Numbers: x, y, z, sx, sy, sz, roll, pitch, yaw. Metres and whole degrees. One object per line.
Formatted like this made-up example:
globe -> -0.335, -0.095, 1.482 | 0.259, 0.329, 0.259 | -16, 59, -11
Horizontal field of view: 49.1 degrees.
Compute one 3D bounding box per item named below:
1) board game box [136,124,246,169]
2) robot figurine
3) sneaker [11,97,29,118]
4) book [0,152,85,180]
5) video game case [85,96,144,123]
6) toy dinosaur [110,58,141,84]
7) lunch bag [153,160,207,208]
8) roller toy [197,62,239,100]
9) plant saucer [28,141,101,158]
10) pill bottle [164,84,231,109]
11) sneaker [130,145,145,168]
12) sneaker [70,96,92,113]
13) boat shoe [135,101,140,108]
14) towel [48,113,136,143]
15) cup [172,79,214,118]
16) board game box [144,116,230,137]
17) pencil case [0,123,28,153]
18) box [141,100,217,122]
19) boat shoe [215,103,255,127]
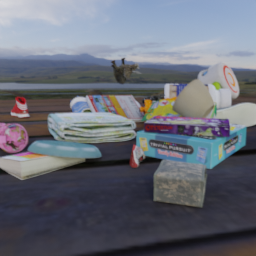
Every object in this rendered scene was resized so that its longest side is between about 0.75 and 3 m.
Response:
board game box -> 1.799, 0.300, 7.609 | 2.002, 0.622, 2.653 | 8, 13, 36
robot figurine -> 1.675, -0.694, 11.827 | 2.430, 0.707, 1.761 | 0, 43, 2
sneaker -> -5.424, -1.070, 14.051 | 0.679, 1.002, 1.734 | -9, 14, -42
book -> -1.912, 0.686, 6.302 | 1.053, 0.379, 1.576 | 6, 11, 42
video game case -> -0.527, -0.835, 12.296 | 2.320, 0.202, 1.659 | -4, 47, -30
toy dinosaur -> -0.437, -3.199, 16.641 | 1.095, 1.455, 2.846 | -16, -11, -28
lunch bag -> 0.898, 0.862, 4.704 | 0.787, 0.564, 0.960 | 3, 16, 19
roller toy -> 5.571, -2.669, 17.515 | 1.851, 2.416, 2.649 | -24, -28, 39
plant saucer -> -1.476, 0.485, 6.653 | 1.712, 0.235, 1.712 | 7, 0, 0
pill bottle -> 3.172, -1.226, 13.142 | 2.961, 1.643, 1.643 | 2, 10, 8
sneaker -> 0.229, 0.646, 6.406 | 0.329, 0.312, 0.802 | 14, 26, -1
sneaker -> -1.287, -0.676, 12.710 | 2.682, 1.016, 1.033 | 3, 43, -23
boat shoe -> -0.454, -0.946, 14.147 | 0.897, 0.911, 2.570 | -34, 31, -33
towel -> -1.345, -0.059, 9.520 | 2.500, 0.703, 2.920 | -1, 10, -22
cup -> 2.224, -0.776, 9.091 | 0.938, 1.311, 1.311 | 43, 29, 21
board game box -> 1.523, -0.064, 7.156 | 2.018, 0.326, 1.211 | 3, 7, 17
pencil case -> -3.658, 0.185, 7.813 | 1.944, 0.841, 0.805 | 8, 45, 38
box -> 1.815, -0.397, 10.134 | 2.458, 0.595, 1.442 | 7, 40, 27
boat shoe -> 4.015, -0.505, 10.920 | 2.543, 0.926, 0.786 | -8, 15, -7
